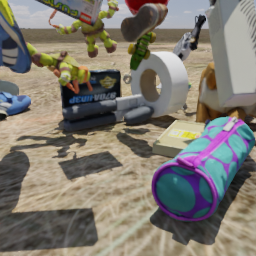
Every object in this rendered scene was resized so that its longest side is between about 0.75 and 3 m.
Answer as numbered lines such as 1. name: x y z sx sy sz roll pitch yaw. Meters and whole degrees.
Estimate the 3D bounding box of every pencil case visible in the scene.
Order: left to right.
1. pencil case: 1.520 0.619 5.288 1.122 1.219 2.637 23 31 27

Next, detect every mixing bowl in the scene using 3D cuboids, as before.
1. mixing bowl: 0.696 -4.339 9.910 1.567 1.567 0.848 -3 -25 7

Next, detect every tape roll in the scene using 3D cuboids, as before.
1. tape roll: 1.010 -1.467 9.527 0.764 2.183 2.183 -14 25 -34

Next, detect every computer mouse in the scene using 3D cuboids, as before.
1. computer mouse: 2.264 -3.148 10.688 0.514 1.286 2.345 15 -13 -8

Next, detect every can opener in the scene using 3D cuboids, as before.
1. can opener: -0.525 -0.445 8.782 2.926 0.780 0.978 -14 24 -30

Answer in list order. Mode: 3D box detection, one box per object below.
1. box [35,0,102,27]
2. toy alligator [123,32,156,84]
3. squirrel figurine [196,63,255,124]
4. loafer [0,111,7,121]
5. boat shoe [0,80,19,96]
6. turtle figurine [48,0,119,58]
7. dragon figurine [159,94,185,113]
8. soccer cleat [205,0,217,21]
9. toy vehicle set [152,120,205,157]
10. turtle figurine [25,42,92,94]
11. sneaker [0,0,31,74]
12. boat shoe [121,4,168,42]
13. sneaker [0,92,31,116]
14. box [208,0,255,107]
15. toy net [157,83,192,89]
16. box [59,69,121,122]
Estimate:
1. box: -1.143 -2.193 4.104 1.612 0.280 0.887 23 -23 -6
2. toy alligator: 0.331 -2.177 8.204 0.634 1.912 0.459 13 11 -20
3. squirrel figurine: 3.645 -1.082 9.034 2.596 1.968 2.781 9 25 6
4. loafer: -4.400 -0.365 9.119 0.346 0.384 1.014 7 20 34
5. boat shoe: -5.839 -1.495 11.295 2.710 0.973 0.916 -10 23 -17
6. turtle figurine: -0.944 -3.085 8.520 2.473 1.995 0.797 -25 60 0
7. dragon figurine: 1.613 -0.981 10.625 1.616 0.476 0.803 15 26 38
8. soccer cleat: 2.920 -3.304 8.810 1.006 2.329 0.814 -10 -5 -16
9. toy vehicle set: 1.592 0.282 7.554 1.238 0.264 1.993 10 23 24
10. turtle figurine: -1.891 -1.656 7.384 2.150 0.859 2.666 20 12 -8
11. sneaker: -2.673 -1.739 5.572 1.123 1.010 2.731 -26 -4 -12
12. boat shoe: 0.402 -2.719 7.317 0.634 0.669 1.767 -26 14 -26
13. sneaker: -4.603 -0.947 9.776 2.485 1.022 0.919 -17 24 -42
14. box: 2.572 -1.806 6.700 0.842 2.464 1.012 -4 -11 0
15. toy net: 2.284 -2.134 13.905 1.707 0.330 0.896 5 21 15
16. box: -1.233 -1.100 9.367 1.988 1.580 0.457 -8 21 -21
